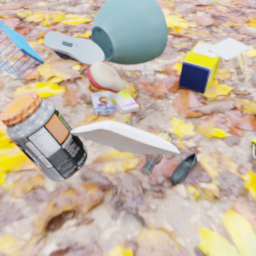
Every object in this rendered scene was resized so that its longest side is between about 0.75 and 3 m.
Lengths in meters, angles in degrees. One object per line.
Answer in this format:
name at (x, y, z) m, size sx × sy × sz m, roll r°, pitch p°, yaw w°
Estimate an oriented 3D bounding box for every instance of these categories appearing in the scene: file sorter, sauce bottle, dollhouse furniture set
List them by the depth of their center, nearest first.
sauce bottle at (0.810, 0.716, 8.061) m, size 0.481 × 0.481 × 1.487 m, roll 21°, pitch 50°, yaw 20°
file sorter at (-3.984, -2.563, 9.616) m, size 1.110 × 1.809 × 1.255 m, roll -40°, pitch 85°, yaw 4°
dollhouse furniture set at (-1.233, -3.355, 11.716) m, size 0.648 × 1.245 × 1.258 m, roll -15°, pitch -7°, yaw 37°

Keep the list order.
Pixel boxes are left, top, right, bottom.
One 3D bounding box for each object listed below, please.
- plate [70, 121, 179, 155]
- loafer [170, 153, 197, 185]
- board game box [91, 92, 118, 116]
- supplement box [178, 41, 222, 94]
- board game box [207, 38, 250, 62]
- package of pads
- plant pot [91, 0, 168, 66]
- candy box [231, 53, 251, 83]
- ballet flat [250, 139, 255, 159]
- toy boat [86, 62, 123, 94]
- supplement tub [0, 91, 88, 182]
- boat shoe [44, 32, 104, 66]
plate at (-0.115, 0.232, 6.273) m, size 1.901 × 1.897 × 0.307 m, roll 19°, pitch 77°, yaw -28°
loafer at (1.850, 1.321, 9.299) m, size 0.468 × 0.484 × 1.379 m, roll 30°, pitch 51°, yaw 28°
board game box at (-0.891, -1.090, 11.981) m, size 1.230 × 0.253 × 1.227 m, roll -10°, pitch 45°, yaw -11°
supplement box at (3.429, -2.862, 13.078) m, size 1.287 × 1.294 × 2.364 m, roll 22°, pitch 49°, yaw 20°
board game box at (3.054, -2.382, 8.550) m, size 0.896 × 0.116 × 0.896 m, roll -28°, pitch 46°, yaw -11°
package of pads at (-0.156, -0.804, 8.873) m, size 0.636 × 0.281 × 0.824 m, roll -17°, pitch 56°, yaw -32°
plant pot at (-0.226, -3.454, 10.296) m, size 1.910 × 2.836 × 2.836 m, roll -36°, pitch 54°, yaw -27°
candy box at (3.841, -2.044, 9.515) m, size 0.253 × 0.914 × 0.528 m, roll -10°, pitch 18°, yaw 47°
ballet flat at (4.680, 1.058, 9.569) m, size 0.666 × 0.664 × 1.986 m, roll -15°, pitch 39°, yaw 16°
toy boat at (-0.796, -1.331, 8.179) m, size 0.877 × 1.342 × 0.876 m, roll -33°, pitch 77°, yaw 19°
supplement tub at (-1.979, 0.219, 6.716) m, size 1.258 × 2.053 × 1.258 m, roll -22°, pitch 33°, yaw 15°
boat shoe at (-1.778, -2.684, 9.844) m, size 2.208 × 1.002 × 0.781 m, roll 23°, pitch 88°, yaw 8°
